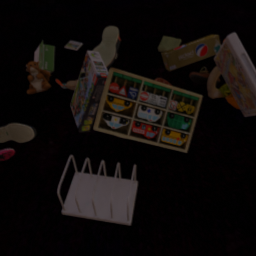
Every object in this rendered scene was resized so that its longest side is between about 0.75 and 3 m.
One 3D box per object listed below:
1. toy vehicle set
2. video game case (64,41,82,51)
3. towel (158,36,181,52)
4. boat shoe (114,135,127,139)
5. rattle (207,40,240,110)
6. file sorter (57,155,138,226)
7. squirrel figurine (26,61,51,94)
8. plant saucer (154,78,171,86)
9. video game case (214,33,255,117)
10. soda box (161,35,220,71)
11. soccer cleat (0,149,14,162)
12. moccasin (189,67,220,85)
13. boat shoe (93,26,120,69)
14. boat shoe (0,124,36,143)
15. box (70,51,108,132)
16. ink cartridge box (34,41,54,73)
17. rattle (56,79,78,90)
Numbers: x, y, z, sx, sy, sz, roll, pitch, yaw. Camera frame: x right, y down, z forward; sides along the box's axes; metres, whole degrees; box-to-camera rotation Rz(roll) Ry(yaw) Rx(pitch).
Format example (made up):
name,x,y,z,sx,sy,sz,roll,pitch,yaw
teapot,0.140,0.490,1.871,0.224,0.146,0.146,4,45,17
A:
name,x,y,z,sx,sy,sz,roll,pitch,yaw
toy vehicle set,0.551,-0.423,7.444,2.624,0.348,1.630,14,91,-14
video game case,-3.129,-4.709,16.035,0.786,0.090,0.715,17,50,13
towel,2.359,-4.703,15.902,1.132,0.278,1.526,13,48,11
boat shoe,0.706,-0.142,9.548,2.913,0.985,1.046,2,23,-3
rattle,3.837,-1.954,10.305,1.444,2.218,1.585,0,32,-13
file sorter,-0.910,1.948,9.078,2.290,1.426,1.589,7,49,6
squirrel figurine,-2.640,-1.491,8.158,0.648,0.854,0.915,-20,6,7
plant saucer,1.319,-1.026,9.446,1.438,0.232,1.438,30,40,-29
video game case,3.552,-1.504,8.870,0.304,2.655,2.416,-27,86,9
soda box,2.542,-3.038,11.304,2.235,0.716,0.757,-19,21,2
soccer cleat,-5.022,1.050,10.523,1.386,0.484,0.599,-27,52,-22
moccasin,2.976,-2.013,10.925,1.395,0.510,0.539,0,68,-22
boat shoe,-0.950,-3.233,12.140,1.003,0.882,2.818,10,55,4
boat shoe,-3.399,0.102,8.626,1.718,0.617,0.581,-3,17,33
box,-1.375,-1.197,9.729,0.443,2.550,1.404,-2,50,-30
ink cartridge box,-3.233,-2.641,10.881,0.553,0.969,1.866,3,-1,-27
rattle,-2.246,-1.475,12.674,2.036,1.455,1.326,0,5,-5
